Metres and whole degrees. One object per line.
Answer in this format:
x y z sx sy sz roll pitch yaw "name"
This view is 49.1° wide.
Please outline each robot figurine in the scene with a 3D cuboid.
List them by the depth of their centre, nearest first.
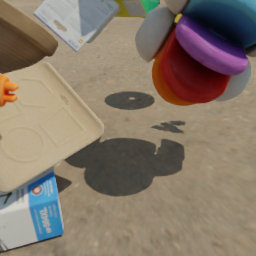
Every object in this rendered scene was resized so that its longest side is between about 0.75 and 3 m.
-2.002 -0.562 3.951 0.825 0.593 0.481 8 53 -11 "robot figurine"

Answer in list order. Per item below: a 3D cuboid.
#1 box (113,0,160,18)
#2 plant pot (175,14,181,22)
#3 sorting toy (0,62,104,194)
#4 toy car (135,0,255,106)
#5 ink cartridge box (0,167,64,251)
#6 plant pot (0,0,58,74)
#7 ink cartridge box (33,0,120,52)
-0.587 -3.489 6.828 2.576 1.511 0.623 20 67 40 "box"
1.348 -2.921 8.988 1.584 1.490 1.584 31 20 -13 "plant pot"
-1.832 -0.151 5.089 2.045 0.403 2.210 48 50 10 "sorting toy"
1.498 -1.606 5.309 2.598 2.969 2.226 29 47 -5 "toy car"
-2.373 1.365 5.109 2.120 0.894 1.548 -10 32 -17 "ink cartridge box"
-2.968 -2.001 5.963 2.672 1.233 2.672 30 -1 1 "plant pot"
-1.176 -2.667 6.437 1.415 1.441 0.312 43 1 6 "ink cartridge box"
